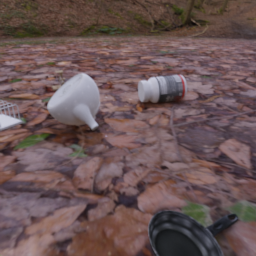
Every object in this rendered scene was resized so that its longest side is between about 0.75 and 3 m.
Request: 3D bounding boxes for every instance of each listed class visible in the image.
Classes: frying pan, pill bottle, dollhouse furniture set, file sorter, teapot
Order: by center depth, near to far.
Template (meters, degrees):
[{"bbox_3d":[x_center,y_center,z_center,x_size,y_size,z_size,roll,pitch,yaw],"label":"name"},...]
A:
[{"bbox_3d":[1.370,2.236,6.047,1.676,0.451,2.771,34,27,16],"label":"frying pan"},{"bbox_3d":[-2.008,-0.948,11.541,2.350,1.739,2.381,-16,39,41],"label":"teapot"},{"bbox_3d":[-5.645,-0.633,12.324,1.508,0.939,1.046,16,29,31],"label":"file sorter"},{"bbox_3d":[1.812,-2.063,15.050,2.371,1.373,1.373,-8,25,-14],"label":"pill bottle"},{"bbox_3d":[-4.195,-2.763,16.888,0.553,1.250,0.648,-14,51,-31],"label":"dollhouse furniture set"}]
